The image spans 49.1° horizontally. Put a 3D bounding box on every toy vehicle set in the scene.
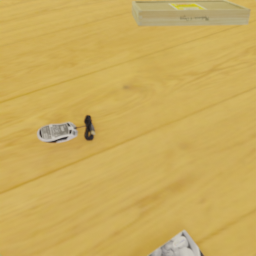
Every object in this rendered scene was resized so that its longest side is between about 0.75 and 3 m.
[{"bbox_3d":[1.214,-2.446,5.909,2.185,0.290,1.358,-2,31,-3],"label":"toy vehicle set"}]

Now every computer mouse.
[{"bbox_3d":[-1.934,0.130,8.780,1.751,0.384,0.960,-10,55,-15],"label":"computer mouse"}]

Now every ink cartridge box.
[{"bbox_3d":[0.977,3.691,5.722,2.266,0.496,2.288,-26,56,-21],"label":"ink cartridge box"}]
